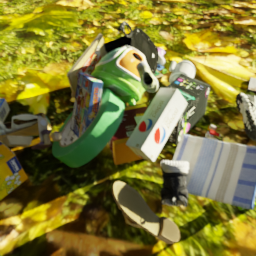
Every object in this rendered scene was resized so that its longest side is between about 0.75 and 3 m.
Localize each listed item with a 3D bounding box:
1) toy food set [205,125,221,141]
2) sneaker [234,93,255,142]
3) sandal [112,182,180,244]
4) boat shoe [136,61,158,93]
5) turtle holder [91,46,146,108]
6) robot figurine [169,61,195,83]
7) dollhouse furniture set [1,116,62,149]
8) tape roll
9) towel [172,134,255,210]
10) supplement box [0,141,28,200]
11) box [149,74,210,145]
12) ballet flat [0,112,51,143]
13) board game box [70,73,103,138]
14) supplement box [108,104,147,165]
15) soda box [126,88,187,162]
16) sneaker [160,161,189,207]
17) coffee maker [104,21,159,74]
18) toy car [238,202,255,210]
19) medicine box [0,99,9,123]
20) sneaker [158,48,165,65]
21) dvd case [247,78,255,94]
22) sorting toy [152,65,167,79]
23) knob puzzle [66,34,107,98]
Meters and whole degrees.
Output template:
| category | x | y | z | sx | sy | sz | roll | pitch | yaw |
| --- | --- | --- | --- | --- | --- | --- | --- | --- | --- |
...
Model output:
| category | x | y | z | sx | sy | sz | roll | pitch | yaw |
| --- | --- | --- | --- | --- | --- | --- | --- | --- | --- |
| toy food set | 3.196 | 0.298 | 10.491 | 0.451 | 0.478 | 1.002 | 22 | 47 | 4 |
| sneaker | 5.080 | -0.502 | 10.997 | 1.154 | 0.848 | 2.551 | -1 | 43 | 3 |
| sandal | 0.263 | 2.363 | 7.270 | 2.270 | 0.747 | 0.832 | 39 | 36 | -11 |
| boat shoe | 0.575 | -1.393 | 8.339 | 0.499 | 1.387 | 0.430 | -23 | 58 | 12 |
| turtle holder | -0.246 | -1.813 | 10.289 | 1.985 | 2.613 | 1.855 | 24 | 80 | 5 |
| robot figurine | 2.474 | -2.400 | 12.761 | 1.487 | 0.990 | 1.754 | 42 | 47 | -15 |
| dollhouse furniture set | -3.152 | -0.013 | 9.068 | 1.566 | 1.241 | 1.111 | 6 | 68 | -46 |
| tape roll | -1.386 | -0.049 | 9.447 | 2.860 | 0.687 | 2.860 | -36 | 30 | 25 |
| towel | 2.661 | 1.240 | 8.800 | 2.766 | 0.329 | 2.032 | 10 | 63 | 32 |
| supplement box | -4.637 | 1.626 | 8.435 | 1.391 | 1.382 | 2.539 | 31 | 56 | 27 |
| box | 1.936 | -0.740 | 10.661 | 1.325 | 1.584 | 2.132 | 30 | 54 | 28 |
| ballet flat | -4.423 | -0.020 | 10.462 | 2.922 | 0.921 | 1.003 | -14 | 42 | -13 |
| board game box | -1.426 | -0.676 | 9.306 | 0.355 | 2.059 | 1.394 | 2 | 21 | -31 |
| supplement box | 0.082 | 0.194 | 10.110 | 1.653 | 1.113 | 1.676 | -12 | 47 | -11 |
| soda box | 0.914 | -0.138 | 8.817 | 0.732 | 0.784 | 2.301 | 13 | 64 | 48 |
| sneaker | 1.295 | 1.566 | 7.979 | 0.823 | 2.180 | 1.240 | 2 | 84 | 12 |
| coffee maker | -0.381 | -3.130 | 11.852 | 2.586 | 2.484 | 1.742 | -8 | 40 | 39 |
| toy car | 3.584 | 1.959 | 8.542 | 0.678 | 0.859 | 0.706 | -8 | 45 | -12 |
| medicine box | -5.640 | -0.577 | 11.200 | 1.290 | 0.664 | 1.175 | 2 | 45 | 1 |
| sneaker | 1.674 | -3.778 | 14.477 | 0.823 | 0.523 | 1.443 | -17 | 47 | -20 |
| dvd case | 6.259 | -1.825 | 12.812 | 1.452 | 0.127 | 1.036 | 18 | 48 | 17 |
| sorting toy | 0.988 | -2.681 | 13.557 | 1.964 | 0.267 | 1.106 | -25 | 50 | -22 |
| knob puzzle | -1.556 | -2.109 | 10.728 | 0.362 | 2.611 | 2.611 | 27 | 51 | 13 |
